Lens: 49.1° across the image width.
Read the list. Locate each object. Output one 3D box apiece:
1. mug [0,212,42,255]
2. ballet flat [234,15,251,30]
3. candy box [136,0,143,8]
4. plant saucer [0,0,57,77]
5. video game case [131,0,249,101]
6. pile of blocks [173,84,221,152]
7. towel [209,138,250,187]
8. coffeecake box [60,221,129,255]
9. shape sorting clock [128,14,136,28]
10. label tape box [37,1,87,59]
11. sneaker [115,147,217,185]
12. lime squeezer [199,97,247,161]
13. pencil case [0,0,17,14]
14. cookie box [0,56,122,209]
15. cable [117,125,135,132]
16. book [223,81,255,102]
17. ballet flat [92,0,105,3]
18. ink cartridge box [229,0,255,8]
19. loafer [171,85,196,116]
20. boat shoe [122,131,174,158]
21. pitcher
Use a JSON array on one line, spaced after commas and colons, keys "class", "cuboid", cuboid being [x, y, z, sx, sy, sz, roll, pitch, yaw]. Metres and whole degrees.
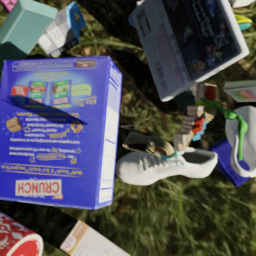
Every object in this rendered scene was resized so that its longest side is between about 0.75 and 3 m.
[{"class": "mug", "cuboid": [-2.777, 2.093, 4.812, 2.035, 1.807, 1.358, 16, 107, 20]}, {"class": "ballet flat", "cuboid": [2.269, -2.858, 7.852, 0.730, 2.186, 0.733, -10, 92, -45]}, {"class": "candy box", "cuboid": [1.879, -4.170, 10.462, 2.537, 0.908, 2.128, -32, 76, -14]}, {"class": "plant saucer", "cuboid": [-2.898, -2.115, 7.156, 0.984, 2.816, 0.267, -2, 65, -48]}, {"class": "video game case", "cuboid": [1.243, -2.286, 6.553, 0.306, 2.386, 2.624, -8, 76, -40]}, {"class": "pile of blocks", "cuboid": [1.552, -0.186, 5.887, 0.686, 0.520, 1.672, 28, 86, -22]}, {"class": "towel", "cuboid": [3.595, 0.797, 8.724, 1.890, 0.468, 1.396, -30, 77, -12]}, {"class": "coffeecake box", "cuboid": [-0.516, 3.280, 6.994, 2.068, 1.587, 0.755, 31, 70, 13]}, {"class": "shape sorting clock", "cuboid": [0.507, -4.283, 11.007, 0.985, 0.193, 0.985, 0, 67, 0]}, {"class": "label tape box", "cuboid": [-1.859, -2.724, 7.988, 1.480, 1.067, 0.468, -32, 71, -1]}, {"class": "sneaker", "cuboid": [1.088, 0.949, 8.153, 2.958, 1.309, 1.113, -6, 68, -2]}, {"class": "lime squeezer", "cuboid": [1.990, -0.099, 5.511, 0.516, 0.276, 1.462, -30, 69, 9]}, {"class": "pencil case", "cuboid": [-3.271, -3.558, 8.734, 0.784, 0.760, 1.675, -38, 100, -29]}, {"class": "cookie box", "cuboid": [-1.486, 0.086, 5.843, 2.443, 1.073, 2.856, 2, 80, 16]}, {"class": "cable", "cuboid": [-0.286, 0.023, 9.214, 1.020, 0.257, 0.495, -7, 49, -16]}, {"class": "book", "cuboid": [3.157, -0.945, 7.375, 0.717, 1.074, 0.258, 34, 78, -25]}, {"class": "ballet flat", "cuboid": [-1.493, -5.689, 11.524, 0.509, 0.350, 1.512, -36, 71, -14]}, {"class": "ink cartridge box", "cuboid": [4.833, -5.622, 11.524, 1.517, 0.380, 1.221, -11, 67, -9]}, {"class": "loafer", "cuboid": [1.867, -1.316, 9.498, 0.839, 0.958, 2.667, -11, 62, -48]}, {"class": "boat shoe", "cuboid": [0.293, 0.287, 4.229, 0.877, 0.321, 0.275, 12, 52, 46]}, {"class": "pitcher", "cuboid": [2.813, 0.351, 6.578, 1.462, 1.033, 1.704, 4, 56, -27]}]
